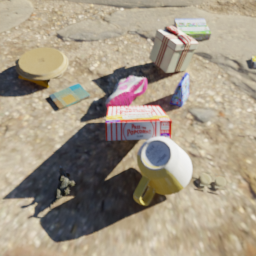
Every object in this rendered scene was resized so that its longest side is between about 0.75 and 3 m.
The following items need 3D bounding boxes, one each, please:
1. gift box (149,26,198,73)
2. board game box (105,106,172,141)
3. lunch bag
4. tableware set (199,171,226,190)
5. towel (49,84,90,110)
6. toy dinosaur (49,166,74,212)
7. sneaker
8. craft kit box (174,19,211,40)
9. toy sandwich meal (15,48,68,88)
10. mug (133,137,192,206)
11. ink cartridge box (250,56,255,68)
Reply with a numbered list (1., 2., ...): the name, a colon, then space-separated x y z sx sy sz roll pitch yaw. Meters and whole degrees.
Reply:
1. gift box: 2.120 -3.669 12.855 1.747 1.631 1.612 -20 53 -36
2. board game box: 0.266 -0.227 9.633 2.015 0.616 2.661 -2 14 -3
3. lunch bag: 2.162 -1.608 11.402 0.564 1.199 0.903 21 50 20
4. tableware set: 2.719 1.722 9.016 0.823 0.165 0.544 8 54 10
5. towel: -2.490 -1.349 11.902 1.459 0.158 1.070 -28 53 -22
6. toy dinosaur: -2.020 1.880 8.599 0.547 0.727 1.422 16 71 -18
7. sneaker: -0.196 -1.433 11.569 0.940 0.867 2.131 26 51 37
8. craft kit box: 3.556 -5.527 15.634 1.760 0.427 1.738 -1 44 -1
9. toy sandwich meal: -3.950 -2.751 12.777 2.542 0.870 2.542 2 49 -2
10. mug: 0.995 1.216 8.228 1.598 1.638 1.995 -6 65 17
11. ink cartridge box: 6.413 -3.170 13.575 0.788 0.185 0.779 5 47 7
